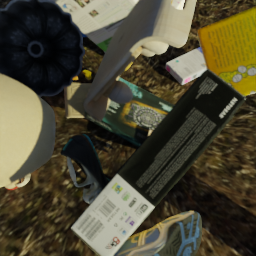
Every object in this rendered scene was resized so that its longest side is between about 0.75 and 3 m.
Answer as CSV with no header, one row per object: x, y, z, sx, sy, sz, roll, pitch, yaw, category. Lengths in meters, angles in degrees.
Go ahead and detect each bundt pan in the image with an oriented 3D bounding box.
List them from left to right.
-1.901,-1.705,6.098,2.030,2.030,0.762,0,14,0,bundt pan

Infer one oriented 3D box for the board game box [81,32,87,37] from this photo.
-1.502,-3.998,10.563,1.326,0.371,1.298,-4,56,-2,board game box

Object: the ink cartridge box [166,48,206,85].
2.132,-2.096,9.344,1.523,0.320,0.909,-29,61,-14,ink cartridge box

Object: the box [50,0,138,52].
-0.692,-3.019,6.808,2.085,2.889,0.525,-8,55,47,box

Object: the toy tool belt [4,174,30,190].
-3.055,0.555,7.114,1.108,1.090,1.774,-6,57,-4,toy tool belt

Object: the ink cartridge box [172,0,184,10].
1.166,-3.556,8.508,0.714,0.696,1.111,24,52,12,ink cartridge box

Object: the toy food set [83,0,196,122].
0.217,-1.387,4.996,0.817,2.706,1.942,29,58,-18,toy food set

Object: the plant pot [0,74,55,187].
-1.796,0.059,4.222,1.223,1.822,1.822,4,53,-27,plant pot

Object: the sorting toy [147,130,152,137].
0.892,0.706,7.136,0.989,0.197,1.338,16,58,-3,sorting toy

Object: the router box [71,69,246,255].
0.411,0.463,3.891,0.604,1.765,2.366,41,91,7,router box

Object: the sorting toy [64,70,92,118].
-1.251,-1.054,8.591,1.367,0.246,1.835,-3,58,-12,sorting toy

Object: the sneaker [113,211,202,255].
0.326,1.637,3.851,1.915,0.725,0.738,-18,15,-39,sneaker

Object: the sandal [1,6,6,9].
-2.601,-2.553,6.163,0.421,0.281,1.029,54,33,-9,sandal

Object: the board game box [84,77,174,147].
0.251,-0.386,8.037,2.488,0.350,1.683,29,59,11,board game box

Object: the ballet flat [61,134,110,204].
-0.644,0.987,5.163,0.630,0.626,1.842,-37,107,-25,ballet flat

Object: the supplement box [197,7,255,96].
3.085,-1.650,5.437,2.834,1.552,1.542,-12,7,38,supplement box
